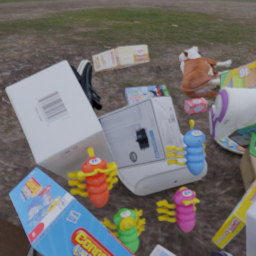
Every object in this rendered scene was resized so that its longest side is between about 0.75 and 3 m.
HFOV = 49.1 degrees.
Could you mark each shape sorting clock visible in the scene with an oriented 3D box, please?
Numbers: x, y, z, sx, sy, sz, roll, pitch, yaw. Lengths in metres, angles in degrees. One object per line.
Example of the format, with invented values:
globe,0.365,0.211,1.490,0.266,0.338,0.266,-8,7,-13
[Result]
shape sorting clock,4.483,0.418,11.021,2.158,0.423,2.158,0,33,0

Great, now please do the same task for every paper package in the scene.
paper package,4.831,1.453,8.811,2.134,1.104,2.034,6,33,7

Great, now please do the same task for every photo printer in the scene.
photo printer,0.888,1.093,9.488,2.737,0.950,2.277,-11,35,-17

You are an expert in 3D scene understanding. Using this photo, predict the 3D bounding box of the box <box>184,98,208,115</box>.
box,3.179,-1.017,13.152,0.994,0.510,0.470,-11,35,-18

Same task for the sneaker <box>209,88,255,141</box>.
sneaker,2.041,-0.193,5.174,0.988,0.743,1.984,-3,-11,8

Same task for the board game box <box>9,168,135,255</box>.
board game box,-0.575,1.571,3.861,0.578,2.026,2.069,-47,22,-19

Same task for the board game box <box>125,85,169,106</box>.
board game box,0.622,-0.834,8.516,1.295,0.237,0.979,-7,56,-9

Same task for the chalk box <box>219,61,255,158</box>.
chalk box,3.130,-0.338,6.761,1.333,1.339,2.153,-17,57,42

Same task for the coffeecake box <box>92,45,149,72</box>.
coffeecake box,-0.225,-1.971,7.988,1.013,0.482,1.319,-16,11,-37

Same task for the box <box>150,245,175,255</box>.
box,1.161,3.607,5.493,2.188,1.109,1.230,22,39,30

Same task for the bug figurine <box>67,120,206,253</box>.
bug figurine,0.436,1.148,5.157,2.822,2.188,0.726,-15,16,-15

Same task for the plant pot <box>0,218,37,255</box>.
plant pot,-3.496,2.750,5.730,2.907,2.717,2.717,8,33,-5

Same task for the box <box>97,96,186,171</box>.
box,0.015,0.279,7.132,2.596,1.514,0.780,-16,-4,42

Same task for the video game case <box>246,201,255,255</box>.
video game case,2.817,1.503,4.879,2.342,2.569,0.283,-37,40,-24

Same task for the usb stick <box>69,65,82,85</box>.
usb stick,-2.124,-0.713,7.481,0.656,2.365,0.386,57,26,13

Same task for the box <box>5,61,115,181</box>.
box,-1.217,0.053,5.791,1.196,2.454,1.526,-28,73,-6

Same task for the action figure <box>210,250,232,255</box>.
action figure,1.543,1.863,3.555,1.180,0.768,0.409,18,-11,-32

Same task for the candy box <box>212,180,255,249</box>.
candy box,2.598,1.399,5.788,0.303,1.172,2.292,39,52,22

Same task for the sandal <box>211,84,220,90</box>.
sandal,3.381,-1.603,10.472,0.825,0.303,0.271,-2,59,-12

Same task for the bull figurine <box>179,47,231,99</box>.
bull figurine,2.450,-1.791,9.103,1.709,0.917,2.816,3,39,14

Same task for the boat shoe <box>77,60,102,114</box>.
boat shoe,-1.219,-0.803,8.746,0.841,1.008,2.701,-1,77,2
